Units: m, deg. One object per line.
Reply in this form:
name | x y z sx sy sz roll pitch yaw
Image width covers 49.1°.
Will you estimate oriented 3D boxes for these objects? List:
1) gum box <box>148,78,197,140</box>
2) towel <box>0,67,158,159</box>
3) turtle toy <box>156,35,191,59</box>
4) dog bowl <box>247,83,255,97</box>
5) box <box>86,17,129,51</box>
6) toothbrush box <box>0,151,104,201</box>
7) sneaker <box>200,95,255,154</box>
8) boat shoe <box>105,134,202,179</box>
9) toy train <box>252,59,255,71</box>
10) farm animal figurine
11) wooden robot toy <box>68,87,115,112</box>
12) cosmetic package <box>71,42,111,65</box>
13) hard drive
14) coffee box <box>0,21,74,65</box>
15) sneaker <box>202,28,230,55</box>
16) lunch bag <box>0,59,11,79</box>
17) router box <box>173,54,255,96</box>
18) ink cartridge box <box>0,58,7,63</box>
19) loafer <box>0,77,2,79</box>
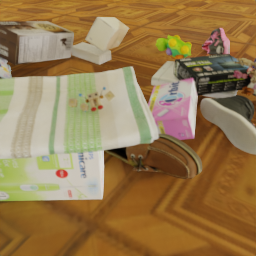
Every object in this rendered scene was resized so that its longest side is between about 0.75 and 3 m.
gum box | 1.108 -0.499 7.022 1.074 0.626 1.893 -7 35 22
towel | -1.156 -0.378 4.749 2.949 0.453 2.200 -5 36 -8
turtle toy | 1.666 -2.930 10.199 1.342 0.678 0.978 30 34 5
dog bowl | 4.130 -1.070 7.712 1.536 0.566 1.536 13 26 -6
box | -0.749 -3.607 10.671 0.785 0.959 2.019 36 27 -1
toothbrush box | -1.562 0.512 5.238 2.153 1.568 0.927 -1 36 -2
sneaker | 2.887 -0.221 6.993 1.116 0.795 2.250 -13 35 -15
boat shoe | 0.353 0.575 5.792 0.829 0.877 2.439 -33 31 -28
toy train | 5.442 -1.625 8.840 1.671 1.222 2.887 5 32 -17
farm animal figurine | 3.258 -1.389 7.148 0.545 1.046 1.034 -6 -6 -26
wooden robot toy | -0.578 -0.410 4.600 0.754 0.332 0.342 -15 -9 -2
cosmetic package | -1.524 -3.049 11.429 1.645 0.417 0.679 26 42 32
hard drive | 2.359 -1.666 9.540 2.676 0.357 1.765 16 37 20
coffee box | -3.581 -3.267 10.544 1.544 1.090 2.731 28 31 22
sneaker | 3.715 -3.735 12.210 1.030 0.853 2.160 -7 32 10
lunch bag | -4.727 -1.656 8.691 2.025 1.287 1.717 -8 35 -21
router box | 2.629 -1.697 8.708 1.996 0.620 1.496 -9 35 -14
ink cartridge box | -5.406 -2.680 10.706 1.349 0.634 2.869 -9 36 -11
loafer | -3.109 -0.463 6.781 0.908 1.037 2.885 -37 55 -14
